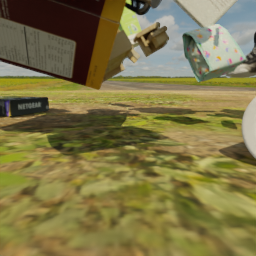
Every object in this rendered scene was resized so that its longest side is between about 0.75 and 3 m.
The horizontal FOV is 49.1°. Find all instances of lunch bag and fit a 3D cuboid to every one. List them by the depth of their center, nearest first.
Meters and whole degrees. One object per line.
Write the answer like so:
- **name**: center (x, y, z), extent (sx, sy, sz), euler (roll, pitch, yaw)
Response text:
- **lunch bag**: center (1.903, -1.799, 6.486), extent (1.028, 1.207, 0.736), euler (-20, -14, -15)

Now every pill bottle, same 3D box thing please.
- **pill bottle**: center (2.614, -0.090, 4.116), extent (1.973, 1.096, 1.096), euler (-9, 13, -43)

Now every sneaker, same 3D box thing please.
- **sneaker**: center (3.529, -2.046, 7.821), extent (0.680, 1.026, 1.802), euler (3, -8, -34)

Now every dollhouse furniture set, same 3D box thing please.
- **dollhouse furniture set**: center (0.003, -2.857, 7.919), extent (2.612, 1.642, 2.954), euler (-32, 4, -9)

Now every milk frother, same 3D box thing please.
- **milk frother**: center (0.387, -3.060, 6.645), extent (0.806, 0.774, 0.857), euler (33, 27, 21)

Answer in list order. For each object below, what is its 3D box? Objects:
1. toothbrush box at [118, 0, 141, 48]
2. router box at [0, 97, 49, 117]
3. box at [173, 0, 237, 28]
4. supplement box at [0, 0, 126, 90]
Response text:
- **toothbrush box**: center (-0.077, -3.890, 10.704), extent (0.690, 1.603, 1.167), euler (-22, 8, -9)
- **router box**: center (-4.390, -0.857, 10.612), extent (1.751, 0.582, 2.227), euler (3, 10, 19)
- **box**: center (1.927, -3.706, 7.306), extent (1.691, 1.456, 1.699), euler (40, 24, -10)
- **supplement box**: center (-1.404, -2.601, 4.921), extent (2.758, 2.720, 1.831), euler (15, -26, -9)
